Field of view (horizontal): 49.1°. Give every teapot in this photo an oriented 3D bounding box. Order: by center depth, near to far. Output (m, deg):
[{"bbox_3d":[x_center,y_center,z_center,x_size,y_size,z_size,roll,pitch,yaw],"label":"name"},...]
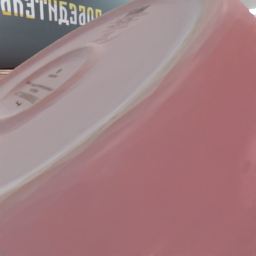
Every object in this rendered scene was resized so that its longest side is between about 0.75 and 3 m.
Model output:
[{"bbox_3d":[-0.110,0.441,2.312,2.808,2.078,2.845,-22,32,19],"label":"teapot"}]
